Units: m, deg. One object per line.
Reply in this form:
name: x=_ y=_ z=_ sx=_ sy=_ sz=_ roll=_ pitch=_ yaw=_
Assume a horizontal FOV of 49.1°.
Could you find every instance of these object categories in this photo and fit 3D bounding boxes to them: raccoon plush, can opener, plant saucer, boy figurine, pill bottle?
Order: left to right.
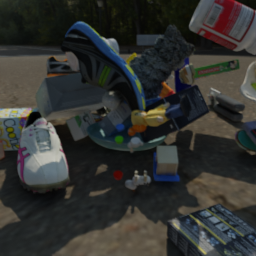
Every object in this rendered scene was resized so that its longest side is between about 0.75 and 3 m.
pill bottle: x=-1.093 y=-2.349 z=8.762 sx=1.520 sy=0.853 sz=0.853 roll=-19 pitch=25 yaw=-28
plant saucer: x=-0.033 y=0.206 z=8.534 sx=2.470 sy=0.339 sz=2.470 roll=3 pitch=17 yaw=-1
raccoon plush: x=0.716 y=-1.568 z=7.802 sx=1.407 sy=1.949 sz=2.909 roll=39 pitch=44 yaw=-9
boy figurine: x=0.730 y=-0.343 z=6.497 sx=1.435 sy=0.462 sz=0.892 roll=-12 pitch=24 yaw=31
can opener: x=4.072 y=-1.035 z=11.706 sx=0.987 sy=0.782 sz=2.970 roll=-1 pitch=19 yaw=-4
pill bottle: x=2.688 y=-2.705 z=7.360 sx=1.929 sy=1.083 sz=1.083 roll=25 pitch=19 yaw=-2

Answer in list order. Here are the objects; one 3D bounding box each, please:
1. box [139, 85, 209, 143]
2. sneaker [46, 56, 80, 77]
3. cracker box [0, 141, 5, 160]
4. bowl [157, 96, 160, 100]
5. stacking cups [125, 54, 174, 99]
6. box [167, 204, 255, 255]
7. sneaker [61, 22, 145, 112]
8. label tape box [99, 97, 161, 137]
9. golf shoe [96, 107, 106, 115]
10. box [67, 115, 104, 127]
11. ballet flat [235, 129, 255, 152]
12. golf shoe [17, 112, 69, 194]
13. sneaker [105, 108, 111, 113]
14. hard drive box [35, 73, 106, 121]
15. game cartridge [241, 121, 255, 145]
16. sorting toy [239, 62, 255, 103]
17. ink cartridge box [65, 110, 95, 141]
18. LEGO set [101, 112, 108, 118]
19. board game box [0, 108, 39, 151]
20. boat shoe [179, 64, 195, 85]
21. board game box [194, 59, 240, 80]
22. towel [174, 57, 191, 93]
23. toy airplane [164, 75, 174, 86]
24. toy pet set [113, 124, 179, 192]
box: x=1.212 y=-0.408 z=7.886 sx=1.306 sy=0.921 sz=1.765 roll=-25 pitch=0 yaw=45
sneaker: x=-1.783 y=-1.959 z=9.296 sx=0.806 sy=0.795 sz=2.060 roll=-11 pitch=2 yaw=41
cracker box: x=-4.064 y=0.771 z=6.659 sx=1.217 sy=0.524 sz=1.818 roll=5 pitch=20 yaw=14
bowl: x=0.397 y=-1.133 z=10.112 sx=1.884 sy=0.986 sz=1.884 roll=37 pitch=-2 yaw=2
stacking cups: x=0.906 y=-1.700 z=10.694 sx=2.537 sy=0.768 sz=0.768 roll=46 pitch=31 yaw=7
box: x=1.420 y=1.714 z=4.117 sx=1.128 sy=0.344 sz=1.399 roll=-8 pitch=20 yaw=-27
sneaker: x=-0.582 y=-1.372 z=7.124 sx=1.137 sy=2.744 sz=0.973 roll=-43 pitch=4 yaw=13
label tape box: x=0.062 y=-0.525 z=8.537 sx=0.562 sy=1.700 sz=1.218 roll=52 pitch=32 yaw=11
golf shoe: x=-1.145 y=-0.861 z=11.493 sx=0.525 sy=0.432 sz=1.111 roll=8 pitch=23 yaw=-47
box: x=-1.471 y=-0.191 z=10.017 sx=1.195 sy=0.238 sz=0.818 roll=-17 pitch=25 yaw=-41
ballet flat: x=3.577 y=0.375 z=7.774 sx=1.741 sy=0.602 sz=0.619 roll=5 pitch=-3 yaw=-16
golf shoe: x=-2.054 y=0.477 z=6.395 sx=1.011 sy=1.282 sz=2.785 roll=-8 pitch=21 yaw=-24
sneaker: x=-0.843 y=-1.122 z=10.320 sx=0.761 sy=0.660 sz=1.717 roll=38 pitch=8 yaw=-45
hard drive box: x=-1.811 y=-0.999 z=9.245 sx=2.082 sy=1.026 sz=2.671 roll=-13 pitch=0 yaw=-25
game cartridge: x=3.646 y=0.383 z=7.102 sx=0.940 sy=0.278 sz=1.450 roll=-5 pitch=51 yaw=-33
sorting toy: x=3.981 y=-1.018 z=7.921 sx=1.807 sy=0.965 sz=1.627 roll=32 pitch=41 yaw=33
ink cartridge box: x=-1.447 y=-0.102 z=8.889 sx=0.408 sy=0.709 sz=0.971 roll=-21 pitch=9 yaw=26
LEGO set: x=-0.629 y=-0.539 z=10.809 sx=0.934 sy=0.407 sz=1.438 roll=-3 pitch=19 yaw=-8
board game box: x=-3.620 y=0.036 z=8.131 sx=1.937 sy=0.998 sz=1.016 roll=-2 pitch=18 yaw=-6
boat shoe: x=1.283 y=-1.157 z=6.190 sx=0.314 sy=0.343 sz=0.917 roll=-19 pitch=-13 yaw=9
board game box: x=2.871 y=-1.931 z=9.422 sx=1.441 sy=0.312 sz=2.141 roll=-10 pitch=6 yaw=18
towel: x=1.790 y=-1.862 z=9.596 sx=0.538 sy=2.173 sz=1.605 roll=-6 pitch=-4 yaw=21
toy airplane: x=1.724 y=-2.262 z=14.842 sx=1.641 sy=1.158 sz=1.633 roll=-23 pitch=-6 yaw=-23
toy pet set: x=0.400 y=0.735 z=6.266 sx=1.411 sy=0.802 sz=1.511 roll=1 pitch=46 yaw=1
